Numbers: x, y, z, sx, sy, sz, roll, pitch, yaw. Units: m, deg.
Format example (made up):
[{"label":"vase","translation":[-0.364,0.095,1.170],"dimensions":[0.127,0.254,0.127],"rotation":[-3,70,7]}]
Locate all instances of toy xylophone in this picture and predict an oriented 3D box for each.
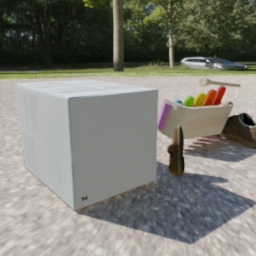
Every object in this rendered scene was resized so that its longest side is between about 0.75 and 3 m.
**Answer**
[{"label":"toy xylophone","translation":[2.111,-0.531,7.927],"dimensions":[2.729,1.998,0.686],"rotation":[2,30,-41]}]

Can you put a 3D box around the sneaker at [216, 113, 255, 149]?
[{"label":"sneaker","translation":[3.437,-0.093,8.666],"dimensions":[0.824,0.884,2.341],"rotation":[-5,16,-22]}]

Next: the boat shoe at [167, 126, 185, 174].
[{"label":"boat shoe","translation":[1.006,0.482,6.077],"dimensions":[0.354,1.042,0.375],"rotation":[1,4,28]}]

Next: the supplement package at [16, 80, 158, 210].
[{"label":"supplement package","translation":[-0.932,0.073,5.885],"dimensions":[1.919,1.933,2.547],"rotation":[-11,18,-37]}]
